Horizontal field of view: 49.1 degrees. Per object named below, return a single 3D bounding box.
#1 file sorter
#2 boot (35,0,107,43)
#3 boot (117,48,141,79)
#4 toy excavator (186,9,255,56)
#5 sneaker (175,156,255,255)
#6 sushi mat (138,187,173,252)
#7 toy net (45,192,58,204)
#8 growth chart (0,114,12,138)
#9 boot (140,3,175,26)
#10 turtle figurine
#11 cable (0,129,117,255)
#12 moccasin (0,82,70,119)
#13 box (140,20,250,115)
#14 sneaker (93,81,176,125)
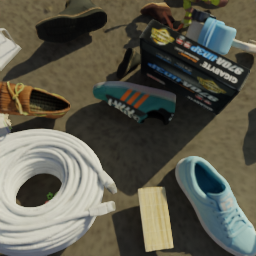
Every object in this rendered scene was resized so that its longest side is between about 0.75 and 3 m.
[{"bbox_3d":[-3.942,-2.338,7.318,1.605,0.999,1.114,33,75,10],"label":"file sorter"},{"bbox_3d":[-1.693,-3.040,7.623,1.888,0.731,1.306,-19,55,-22],"label":"boot"},{"bbox_3d":[0.085,-1.641,7.450,0.321,0.573,0.829,42,111,34],"label":"boot"},{"bbox_3d":[2.511,-2.222,7.169,1.853,1.802,0.926,30,117,21],"label":"toy excavator"},{"bbox_3d":[1.927,1.685,5.958,0.924,1.024,2.500,-37,79,-12],"label":"sneaker"},{"bbox_3d":[0.589,1.932,6.037,0.626,0.079,1.308,-4,76,-13],"label":"sushi mat"},{"bbox_3d":[-1.685,1.925,6.356,0.482,0.178,0.919,2,72,1],"label":"toy net"},{"bbox_3d":[-3.205,-0.019,7.048,0.551,0.068,0.762,-22,73,-8],"label":"growth chart"},{"bbox_3d":[0.834,-3.209,7.958,0.845,0.306,0.703,-17,71,-9],"label":"boot"},{"bbox_3d":[1.835,-3.793,7.428,1.793,0.716,2.224,-10,107,-17],"label":"turtle figurine"},{"bbox_3d":[-1.862,1.217,5.844,2.718,0.941,2.719,-21,54,-21],"label":"cable"},{"bbox_3d":[-2.316,-0.597,6.222,2.093,0.808,0.765,16,73,-34],"label":"moccasin"},{"bbox_3d":[1.383,-1.308,6.515,2.324,1.847,0.535,31,81,9],"label":"box"},{"bbox_3d":[0.117,-0.572,6.772,2.058,0.735,0.822,9,79,0],"label":"sneaker"}]
